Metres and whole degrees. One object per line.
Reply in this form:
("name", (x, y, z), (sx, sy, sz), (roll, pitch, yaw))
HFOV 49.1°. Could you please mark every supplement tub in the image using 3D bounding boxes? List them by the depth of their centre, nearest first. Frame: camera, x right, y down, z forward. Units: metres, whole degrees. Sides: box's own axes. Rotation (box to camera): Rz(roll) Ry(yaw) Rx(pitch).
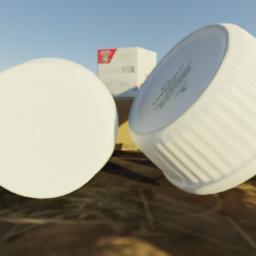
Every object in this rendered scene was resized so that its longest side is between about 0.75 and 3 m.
("supplement tub", (-1.253, -0.143, 5.167), (2.098, 2.098, 2.989), (-1, 8, -4))

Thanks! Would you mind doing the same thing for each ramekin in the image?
("ramekin", (1.114, -0.407, 4.424), (1.234, 2.650, 2.650), (35, -6, -22))

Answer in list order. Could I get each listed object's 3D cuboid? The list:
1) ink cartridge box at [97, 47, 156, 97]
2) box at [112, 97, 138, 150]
("ink cartridge box", (-0.039, -1.885, 11.708), (1.898, 2.612, 1.889), (6, 9, 26))
("box", (-0.682, -0.087, 7.133), (1.907, 1.559, 0.203), (0, 34, 1))
